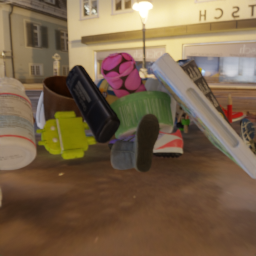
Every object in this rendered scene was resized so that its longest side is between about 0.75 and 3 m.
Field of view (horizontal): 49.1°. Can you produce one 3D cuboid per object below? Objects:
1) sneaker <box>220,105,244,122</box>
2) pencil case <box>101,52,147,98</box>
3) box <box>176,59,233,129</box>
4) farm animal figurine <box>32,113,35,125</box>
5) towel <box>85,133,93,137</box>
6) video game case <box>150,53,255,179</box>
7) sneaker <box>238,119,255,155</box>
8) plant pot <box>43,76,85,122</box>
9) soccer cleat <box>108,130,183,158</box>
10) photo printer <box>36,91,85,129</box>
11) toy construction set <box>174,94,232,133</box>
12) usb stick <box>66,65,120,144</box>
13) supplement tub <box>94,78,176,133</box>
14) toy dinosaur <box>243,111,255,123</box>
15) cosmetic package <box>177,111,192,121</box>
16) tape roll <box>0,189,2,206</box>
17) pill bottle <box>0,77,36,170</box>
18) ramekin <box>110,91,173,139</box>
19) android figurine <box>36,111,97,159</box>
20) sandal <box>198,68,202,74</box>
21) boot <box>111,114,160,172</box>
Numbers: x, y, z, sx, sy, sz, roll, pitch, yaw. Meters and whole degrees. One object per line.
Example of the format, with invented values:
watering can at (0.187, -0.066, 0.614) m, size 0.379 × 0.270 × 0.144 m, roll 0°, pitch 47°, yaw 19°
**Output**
sneaker at (3.979, -0.707, 12.310) m, size 2.083 × 0.885 × 0.802 m, roll 3°, pitch 11°, yaw 17°
pencil case at (0.041, -1.052, 7.227) m, size 0.966 × 0.997 × 2.129 m, roll -12°, pitch -30°, yaw 13°
box at (2.174, -0.852, 8.558) m, size 0.643 × 2.619 × 2.111 m, roll -33°, pitch 12°, yaw 6°
farm animal figurine at (-3.740, 0.051, 7.445) m, size 2.288 × 1.151 × 1.848 m, roll -14°, pitch 41°, yaw -28°
towel at (-1.287, 0.271, 9.297) m, size 0.626 × 0.102 × 0.853 m, roll 7°, pitch 11°, yaw 41°
video game case at (1.459, -0.400, 6.051) m, size 0.323 × 2.665 × 2.927 m, roll -41°, pitch 6°, yaw 9°
sneaker at (2.907, 0.237, 7.024) m, size 0.390 × 1.013 × 0.431 m, roll -24°, pitch 18°, yaw -21°
plant pot at (-1.894, -0.478, 8.411) m, size 1.558 × 1.667 × 1.558 m, roll 16°, pitch 27°, yaw -8°
soccer cleat at (0.421, 0.347, 6.887) m, size 1.823 × 0.667 × 0.622 m, roll 2°, pitch -18°, yaw 8°
photo printer at (-2.214, -0.794, 9.780) m, size 0.725 × 1.736 × 2.086 m, roll 34°, pitch 28°, yaw 25°
toy construction set at (2.850, -1.038, 10.911) m, size 2.522 × 1.938 × 2.104 m, roll -6°, pitch 10°, yaw -14°
usb stick at (-0.919, -0.668, 6.654) m, size 0.437 × 0.744 × 2.682 m, roll 14°, pitch 28°, yaw -38°
supplement tub at (0.155, -0.711, 9.459) m, size 2.674 × 1.934 × 1.934 m, roll 3°, pitch 11°, yaw 18°
toy dinosaur at (5.322, -0.391, 11.703) m, size 1.311 × 0.563 × 0.888 m, roll -1°, pitch 16°, yaw 26°
cosmetic package at (2.307, -0.528, 12.506) m, size 1.468 × 0.372 × 0.606 m, roll 4°, pitch 15°, yaw 41°
tape roll at (-2.726, 1.145, 4.139) m, size 1.579 × 0.288 × 1.579 m, roll -1°, pitch 11°, yaw 0°
pill bottle at (-2.699, -0.156, 6.265) m, size 1.089 × 1.089 × 2.003 m, roll -4°, pitch 52°, yaw -21°
ramekin at (0.360, -0.222, 7.272) m, size 1.691 × 0.826 × 1.691 m, roll -10°, pitch -17°, yaw -3°
android figurine at (-1.567, 0.177, 7.162) m, size 1.473 × 1.341 × 0.303 m, roll -3°, pitch -28°, yaw -23°
sandal at (1.979, -1.580, 9.905) m, size 1.628 × 0.709 × 0.647 m, roll -20°, pitch -10°, yaw -4°
boot at (0.090, 0.318, 5.582) m, size 0.468 × 1.173 × 1.290 m, roll 17°, pitch -6°, yaw -17°
